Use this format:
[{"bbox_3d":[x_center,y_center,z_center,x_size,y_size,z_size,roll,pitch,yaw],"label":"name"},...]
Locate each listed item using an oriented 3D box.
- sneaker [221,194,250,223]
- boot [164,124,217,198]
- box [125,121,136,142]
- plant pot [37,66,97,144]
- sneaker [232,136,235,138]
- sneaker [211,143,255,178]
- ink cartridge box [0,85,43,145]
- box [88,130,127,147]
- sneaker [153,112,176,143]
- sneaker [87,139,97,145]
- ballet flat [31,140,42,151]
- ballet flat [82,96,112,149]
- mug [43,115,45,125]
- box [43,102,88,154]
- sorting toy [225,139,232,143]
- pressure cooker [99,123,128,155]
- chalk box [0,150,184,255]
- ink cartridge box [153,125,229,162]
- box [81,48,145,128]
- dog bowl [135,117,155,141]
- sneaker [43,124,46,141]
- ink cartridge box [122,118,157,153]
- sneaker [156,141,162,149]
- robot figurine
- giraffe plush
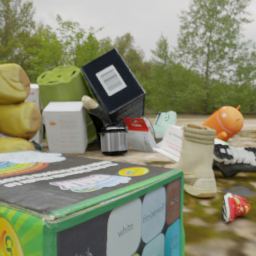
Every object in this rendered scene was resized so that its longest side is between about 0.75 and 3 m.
[{"bbox_3d":[1.434,1.046,3.710,0.334,0.303,0.787,7,6,25],"label":"sneaker"},{"bbox_3d":[1.075,0.507,5.106,0.552,1.180,1.518,-1,4,-16],"label":"boot"},{"bbox_3d":[-0.504,-0.285,12.961,1.788,1.797,1.175,0,6,1],"label":"box"},{"bbox_3d":[-2.188,-0.914,10.236,2.474,2.350,2.474,-7,34,5],"label":"plant pot"},{"bbox_3d":[5.178,0.358,14.477,0.857,0.332,0.480,-3,6,-44],"label":"sneaker"},{"bbox_3d":[2.290,0.746,5.865,1.556,0.704,0.517,10,45,-14],"label":"sneaker"},{"bbox_3d":[-4.067,-0.483,10.428,1.629,2.253,0.949,2,13,-10],"label":"ink cartridge box"},{"bbox_3d":[-0.722,0.441,10.888,1.682,0.273,1.019,-16,2,-11],"label":"box"},{"bbox_3d":[1.877,-0.082,11.494,2.398,1.415,0.883,3,-23,48],"label":"sneaker"},{"bbox_3d":[-1.980,0.166,11.850,2.673,1.043,1.139,0,3,6],"label":"sneaker"},{"bbox_3d":[-3.298,0.645,9.706,0.379,0.376,1.107,-13,10,-29],"label":"ballet flat"},{"bbox_3d":[-0.970,-0.107,9.330,0.805,2.423,0.688,28,64,36],"label":"ballet flat"},{"bbox_3d":[-3.054,-0.690,12.138,1.626,1.200,1.425,-25,-36,-2],"label":"mug"},{"bbox_3d":[-1.997,0.000,9.154,1.162,1.526,0.811,0,24,1],"label":"box"},{"bbox_3d":[3.255,0.548,11.855,1.975,0.291,1.460,2,1,29],"label":"sorting toy"},{"bbox_3d":[-0.438,0.336,8.897,0.887,0.993,0.873,-4,-2,8],"label":"pressure cooker"},{"bbox_3d":[-0.344,0.781,1.559,1.771,1.098,1.105,4,4,34],"label":"chalk box"},{"bbox_3d":[1.527,0.437,6.580,1.105,0.635,1.886,26,12,33],"label":"ink cartridge box"},{"bbox_3d":[-0.466,-1.267,10.543,1.442,2.000,2.694,-31,-13,-6],"label":"box"},{"bbox_3d":[0.633,0.164,11.678,0.437,1.185,1.185,-20,11,-22],"label":"dog bowl"},{"bbox_3d":[-3.665,-0.031,12.629,2.309,1.145,0.816,-6,47,-16],"label":"sneaker"},{"bbox_3d":[0.335,0.247,9.521,1.012,1.265,0.299,4,42,45],"label":"ink cartridge box"},{"bbox_3d":[1.303,0.492,9.791,1.028,0.455,0.387,-18,8,20],"label":"sneaker"},{"bbox_3d":[3.336,-0.053,10.041,1.316,1.067,1.830,-10,-27,-38],"label":"robot figurine"},{"bbox_3d":[-3.645,-0.083,5.752,2.394,2.548,2.953,-8,-17,40],"label":"giraffe plush"}]
